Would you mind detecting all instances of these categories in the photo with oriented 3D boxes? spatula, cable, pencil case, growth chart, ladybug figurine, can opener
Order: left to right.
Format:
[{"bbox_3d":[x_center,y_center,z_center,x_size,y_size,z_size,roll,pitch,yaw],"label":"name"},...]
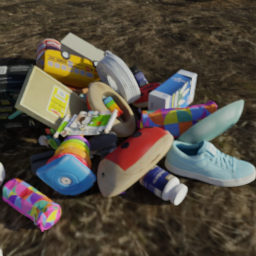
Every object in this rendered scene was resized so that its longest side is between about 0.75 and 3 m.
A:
[{"bbox_3d":[-2.700,2.085,7.740,1.810,0.800,0.800,22,42,30],"label":"pencil case"},{"bbox_3d":[-1.795,0.723,9.380,2.942,0.984,0.785,-13,38,-17],"label":"can opener"},{"bbox_3d":[-1.356,-0.172,9.212,1.930,0.171,1.397,-4,37,9],"label":"growth chart"},{"bbox_3d":[-0.741,-0.631,10.561,2.442,0.878,1.657,54,39,3],"label":"ladybug figurine"},{"bbox_3d":[-0.422,-1.922,11.411,0.756,2.184,2.184,-34,36,-14],"label":"cable"},{"bbox_3d":[0.005,1.814,8.512,0.986,0.101,0.279,-26,6,-23],"label":"spatula"},{"bbox_3d":[0.166,0.847,8.340,2.862,1.942,1.029,-38,89,-29],"label":"ladybug figurine"},{"bbox_3d":[0.960,-1.510,12.557,1.889,0.680,1.282,-27,36,-25],"label":"ladybug figurine"},{"bbox_3d":[1.770,-0.230,10.131,2.878,1.272,1.272,-6,36,1],"label":"pencil case"}]

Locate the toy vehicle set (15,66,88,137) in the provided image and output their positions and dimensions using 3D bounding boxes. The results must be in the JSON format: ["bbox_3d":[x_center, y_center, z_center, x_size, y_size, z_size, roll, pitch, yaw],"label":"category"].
[{"bbox_3d":[-2.562,-0.810,9.978,0.342,2.580,1.603,-17,51,39],"label":"toy vehicle set"}]

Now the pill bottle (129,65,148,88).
[{"bbox_3d":[0.437,-2.364,13.323,0.640,1.144,0.640,-30,4,2],"label":"pill bottle"}]

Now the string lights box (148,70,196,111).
[{"bbox_3d":[1.854,-1.258,11.728,0.801,1.397,2.718,23,42,28],"label":"string lights box"}]

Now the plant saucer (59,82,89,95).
[{"bbox_3d":[-2.847,-2.045,12.534,2.401,0.387,2.401,14,28,-8],"label":"plant saucer"}]

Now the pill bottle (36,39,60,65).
[{"bbox_3d":[-4.078,-3.566,14.818,1.481,1.481,2.702,-8,37,-11],"label":"pill bottle"}]

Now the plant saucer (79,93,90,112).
[{"bbox_3d":[-1.277,-0.847,11.927,2.130,0.410,2.130,5,35,-3],"label":"plant saucer"}]

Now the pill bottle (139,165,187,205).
[{"bbox_3d":[1.036,1.674,8.292,1.285,0.744,0.744,29,45,32],"label":"pill bottle"}]

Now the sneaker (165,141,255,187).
[{"bbox_3d":[2.601,1.029,8.813,2.849,1.167,1.053,6,38,9],"label":"sneaker"}]

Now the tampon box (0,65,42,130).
[{"bbox_3d":[-4.243,-1.122,10.688,1.607,2.144,1.354,-4,52,-7],"label":"tampon box"}]

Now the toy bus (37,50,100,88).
[{"bbox_3d":[-2.368,-2.458,11.936,2.803,0.912,1.097,9,68,-37],"label":"toy bus"}]

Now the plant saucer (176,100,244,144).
[{"bbox_3d":[2.863,0.014,9.491,2.607,2.607,0.502,-21,73,-26],"label":"plant saucer"}]

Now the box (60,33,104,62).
[{"bbox_3d":[-2.051,-3.499,13.763,2.543,1.045,0.869,32,61,5],"label":"box"}]

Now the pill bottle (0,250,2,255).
[{"bbox_3d":[-3.557,3.099,6.477,1.095,0.598,0.598,-6,37,-8],"label":"pill bottle"}]

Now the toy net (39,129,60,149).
[{"bbox_3d":[-2.835,0.405,9.723,1.346,0.706,0.260,-9,25,46],"label":"toy net"}]

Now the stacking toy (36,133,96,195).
[{"bbox_3d":[-1.687,0.740,8.685,1.403,1.327,2.417,-28,32,23],"label":"stacking toy"}]

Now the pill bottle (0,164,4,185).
[{"bbox_3d":[-4.823,1.041,8.593,1.261,1.261,2.309,-28,42,-32],"label":"pill bottle"}]
